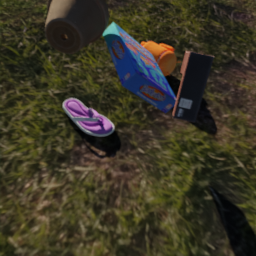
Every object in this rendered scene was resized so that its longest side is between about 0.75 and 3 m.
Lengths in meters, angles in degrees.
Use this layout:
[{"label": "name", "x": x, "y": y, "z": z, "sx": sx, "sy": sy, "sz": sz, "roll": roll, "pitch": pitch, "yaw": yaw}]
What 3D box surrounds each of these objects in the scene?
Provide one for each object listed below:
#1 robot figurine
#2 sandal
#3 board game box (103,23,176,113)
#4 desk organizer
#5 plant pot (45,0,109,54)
[{"label": "robot figurine", "x": 1.246, "y": -3.003, "z": 12.308, "sx": 2.018, "sy": 1.177, "sz": 1.451, "roll": 35, "pitch": 38, "yaw": 26}, {"label": "sandal", "x": -1.613, "y": -0.456, "z": 10.615, "sx": 2.442, "sy": 0.600, "sz": 0.994, "roll": 31, "pitch": 58, "yaw": 22}, {"label": "board game box", "x": 0.355, "y": -1.965, "z": 9.085, "sx": 0.616, "sy": 2.083, "sz": 2.739, "roll": -41, "pitch": 47, "yaw": 24}, {"label": "desk organizer", "x": 1.693, "y": -1.137, "z": 7.643, "sx": 0.642, "sy": 1.791, "sz": 0.690, "roll": 11, "pitch": 19, "yaw": -4}, {"label": "plant pot", "x": -1.674, "y": -3.102, "z": 8.373, "sx": 1.942, "sy": 1.942, "sz": 1.694, "roll": 8, "pitch": 48, "yaw": 6}]
